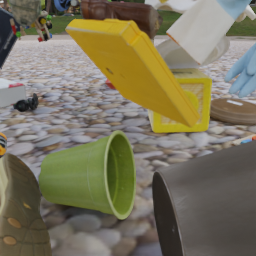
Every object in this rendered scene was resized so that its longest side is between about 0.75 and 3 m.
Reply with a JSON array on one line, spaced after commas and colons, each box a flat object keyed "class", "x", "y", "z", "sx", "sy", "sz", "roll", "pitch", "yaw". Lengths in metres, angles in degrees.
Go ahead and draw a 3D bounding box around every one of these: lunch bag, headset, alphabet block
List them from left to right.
[{"class": "lunch bag", "x": -2.269, "y": -2.840, "z": 6.211, "sx": 0.655, "sy": 0.789, "sz": 0.940, "roll": 6, "pitch": 57, "yaw": -23}, {"class": "headset", "x": -3.626, "y": -0.941, "z": 10.094, "sx": 1.296, "sy": 0.609, "sz": 0.800, "roll": 4, "pitch": 19, "yaw": 41}, {"class": "alphabet block", "x": 1.470, "y": -0.901, "z": 8.570, "sx": 1.656, "sy": 1.647, "sz": 1.686, "roll": -3, "pitch": 22, "yaw": 0}]

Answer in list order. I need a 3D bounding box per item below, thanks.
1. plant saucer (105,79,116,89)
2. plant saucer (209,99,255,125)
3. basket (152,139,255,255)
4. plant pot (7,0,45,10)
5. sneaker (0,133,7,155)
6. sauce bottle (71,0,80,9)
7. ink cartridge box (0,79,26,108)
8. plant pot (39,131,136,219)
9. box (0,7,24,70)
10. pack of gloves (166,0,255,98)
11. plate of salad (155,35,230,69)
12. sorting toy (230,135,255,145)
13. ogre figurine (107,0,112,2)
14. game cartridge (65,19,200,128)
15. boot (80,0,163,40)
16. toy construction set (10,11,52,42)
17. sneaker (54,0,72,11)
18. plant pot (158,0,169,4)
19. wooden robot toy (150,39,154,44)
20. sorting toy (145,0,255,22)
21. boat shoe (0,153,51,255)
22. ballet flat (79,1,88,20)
[{"class": "plant saucer", "x": 0.021, "y": -2.285, "z": 13.863, "sx": 2.075, "sy": 0.381, "sz": 2.072, "roll": 2, "pitch": 21, "yaw": 3}, {"class": "plant saucer", "x": 3.662, "y": -0.625, "z": 9.581, "sx": 2.103, "sy": 0.310, "sz": 2.103, "roll": 2, "pitch": 22, "yaw": -1}, {"class": "basket", "x": 1.736, "y": 1.068, "z": 3.427, "sx": 2.633, "sy": 1.791, "sz": 2.374, "roll": -9, "pitch": 50, "yaw": -6}, {"class": "plant pot", "x": -2.802, "y": -3.751, "z": 7.336, "sx": 1.394, "sy": 1.324, "sz": 1.394, "roll": -13, "pitch": 15, "yaw": 3}, {"class": "sneaker", "x": -3.620, "y": 0.486, "z": 6.498, "sx": 1.573, "sy": 0.616, "sz": 0.607, "roll": -14, "pitch": 35, "yaw": -29}, {"class": "sauce bottle", "x": -1.552, "y": -3.682, "z": 8.311, "sx": 0.267, "sy": 0.267, "sz": 0.809, "roll": -1, "pitch": 23, "yaw": -2}, {"class": "ink cartridge box", "x": -5.127, "y": -1.413, "z": 11.106, "sx": 1.788, "sy": 0.740, "sz": 1.303, "roll": 17, "pitch": 27, "yaw": 37}, {"class": "plant pot", "x": -0.720, "y": 0.826, "z": 4.847, "sx": 1.368, "sy": 1.440, "sz": 1.440, "roll": -6, "pitch": 18, "yaw": 19}, {"class": "box", "x": -4.364, "y": -2.739, "z": 7.448, "sx": 2.362, "sy": 1.753, "sz": 1.265, "roll": 23, "pitch": 14, "yaw": -44}, {"class": "pack of gloves", "x": 2.502, "y": -2.053, "z": 5.545, "sx": 2.271, "sy": 2.703, "sz": 0.533, "roll": 44, "pitch": 7, "yaw": -1}, {"class": "plate of salad", "x": 1.837, "y": -2.393, "z": 8.693, "sx": 2.478, "sy": 0.595, "sz": 2.478, "roll": -6, "pitch": -14, "yaw": -2}, {"class": "sorting toy", "x": 3.519, "y": 0.369, "z": 7.286, "sx": 1.392, "sy": 0.205, "sz": 1.029, "roll": -13, "pitch": 25, "yaw": -29}, {"class": "ogre figurine", "x": -0.429, "y": -3.263, "z": 9.070, "sx": 1.123, "sy": 1.372, "sz": 2.288, "roll": 14, "pitch": 1, "yaw": -23}, {"class": "game cartridge", "x": 0.031, "y": -1.134, "z": 5.446, "sx": 0.408, "sy": 2.217, "sz": 2.515, "roll": -49, "pitch": 37, "yaw": -8}, {"class": "boot", "x": -0.077, "y": -2.204, "z": 6.404, "sx": 1.774, "sy": 0.570, "sz": 1.653, "roll": 15, "pitch": -20, "yaw": 16}, {"class": "toy construction set", "x": -2.366, "y": -2.613, "z": 6.858, "sx": 0.991, "sy": 0.762, "sz": 0.827, "roll": -11, "pitch": 61, "yaw": -13}, {"class": "sneaker", "x": -1.695, "y": -4.245, "z": 8.428, "sx": 0.600, "sy": 1.539, "sz": 0.540, "roll": 9, "pitch": -15, "yaw": 43}, {"class": "plant pot", "x": 0.640, "y": -2.703, "z": 4.418, "sx": 1.017, "sy": 0.956, "sz": 1.017, "roll": -38, "pitch": 8, "yaw": 6}, {"class": "wooden robot toy", "x": 0.395, "y": -3.348, "z": 10.159, "sx": 2.962, "sy": 1.344, "sz": 1.305, "roll": 20, "pitch": 8, "yaw": 32}, {"class": "sorting toy", "x": 2.102, "y": -3.479, "z": 7.474, "sx": 2.948, "sy": 1.575, "sz": 2.654, "roll": 3, "pitch": 40, "yaw": -6}, {"class": "boat shoe", "x": -1.731, "y": 1.427, "z": 3.850, "sx": 0.903, "sy": 0.962, "sz": 2.673, "roll": -36, "pitch": 35, "yaw": -1}, {"class": "ballet flat", "x": -0.801, "y": -2.781, "z": 8.130, "sx": 0.962, "sy": 2.675, "sz": 0.962, "roll": -20, "pitch": -10, "yaw": -4}]
